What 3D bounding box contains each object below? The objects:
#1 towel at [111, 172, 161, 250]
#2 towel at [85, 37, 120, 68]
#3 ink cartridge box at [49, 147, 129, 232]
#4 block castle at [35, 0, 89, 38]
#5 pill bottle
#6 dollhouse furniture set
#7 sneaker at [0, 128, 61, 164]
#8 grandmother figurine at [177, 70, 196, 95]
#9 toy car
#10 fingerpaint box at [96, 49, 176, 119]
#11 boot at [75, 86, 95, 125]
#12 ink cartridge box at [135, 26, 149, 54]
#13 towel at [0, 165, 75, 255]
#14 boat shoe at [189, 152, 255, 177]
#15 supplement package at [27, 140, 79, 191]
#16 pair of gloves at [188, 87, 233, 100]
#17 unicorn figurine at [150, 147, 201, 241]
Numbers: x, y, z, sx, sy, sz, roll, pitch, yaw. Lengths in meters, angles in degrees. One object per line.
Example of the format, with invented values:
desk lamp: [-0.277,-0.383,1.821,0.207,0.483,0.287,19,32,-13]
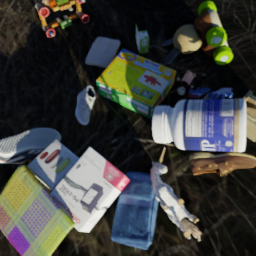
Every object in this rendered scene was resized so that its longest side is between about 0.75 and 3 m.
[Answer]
towel: [0.269,2.486,8.741,1.260,0.548,2.257,9,59,7]
towel: [-1.109,-3.425,12.607,1.168,0.304,1.762,12,59,8]
ink cartridge box: [-1.224,1.911,8.646,1.503,0.875,2.076,36,79,20]
block castle: [-3.015,-5.354,13.121,2.287,1.528,1.073,-30,56,-18]
pill bottle: [2.379,-0.099,9.470,2.912,1.743,1.743,1,56,20]
dollhouse furniture set: [4.353,-1.051,9.785,2.870,2.538,1.596,38,64,21]
sneaker: [-3.488,0.639,9.797,2.212,0.878,0.868,-14,60,-36]
grandmother figurine: [2.343,-1.842,11.571,0.753,0.376,1.242,25,60,9]
toy car: [2.820,-3.731,12.265,2.707,2.135,2.223,-19,51,22]
fingerpaint box: [0.329,-1.803,11.223,2.469,0.906,2.060,26,62,15]
boot: [-1.599,-0.907,10.664,0.570,0.740,1.549,17,49,-34]
ink cartridge box: [0.621,-4.069,12.701,0.422,0.824,1.114,-8,58,-5]
towel: [-2.960,2.595,8.365,2.702,0.308,1.940,39,95,23]
boat shoe: [3.164,1.280,9.414,2.191,0.789,0.740,0,64,6]
supplement package: [-2.338,1.330,9.241,1.203,0.925,1.258,35,65,20]
pair of gloves: [3.136,-1.332,10.805,1.783,0.203,1.433,6,22,31]
unicorn figurine: [1.220,2.038,8.099,0.911,1.693,2.466,-19,104,-8]
